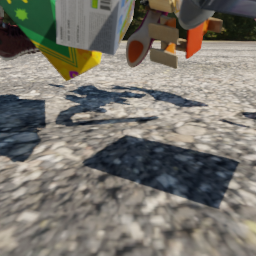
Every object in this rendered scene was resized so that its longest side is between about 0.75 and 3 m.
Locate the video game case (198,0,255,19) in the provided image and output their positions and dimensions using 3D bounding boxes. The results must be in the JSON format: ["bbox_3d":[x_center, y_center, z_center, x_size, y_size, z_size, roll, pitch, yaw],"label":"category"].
[{"bbox_3d":[2.503,-2.447,4.661,2.152,0.204,1.538,1,-23,-20],"label":"video game case"}]

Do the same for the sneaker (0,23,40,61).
[{"bbox_3d":[-3.191,-2.746,8.117,2.166,0.820,1.251,-19,-27,13],"label":"sneaker"}]

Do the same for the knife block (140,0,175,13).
[{"bbox_3d":[0.726,-3.286,7.237,0.968,0.353,1.103,-7,46,19],"label":"knife block"}]

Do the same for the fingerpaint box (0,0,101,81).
[{"bbox_3d":[-1.406,-2.644,6.041,0.928,2.111,2.530,-22,39,21],"label":"fingerpaint box"}]

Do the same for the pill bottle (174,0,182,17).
[{"bbox_3d":[1.644,-3.181,7.145,0.798,0.798,1.437,0,19,1],"label":"pill bottle"}]

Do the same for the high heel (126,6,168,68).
[{"bbox_3d":[0.750,-3.230,9.485,0.847,2.513,1.208,37,33,14],"label":"high heel"}]

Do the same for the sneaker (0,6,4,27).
[{"bbox_3d":[-3.610,-2.888,6.711,0.932,1.423,2.464,-19,45,13],"label":"sneaker"}]

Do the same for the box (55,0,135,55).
[{"bbox_3d":[-0.362,-1.723,3.813,0.758,0.841,1.495,12,40,3],"label":"box"}]

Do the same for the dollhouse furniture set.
[{"bbox_3d":[2.012,-3.413,8.230,1.440,2.765,2.795,28,54,31],"label":"dollhouse furniture set"}]

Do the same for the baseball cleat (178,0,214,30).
[{"bbox_3d":[1.680,-3.073,5.571,0.814,2.334,1.242,44,28,15],"label":"baseball cleat"}]
